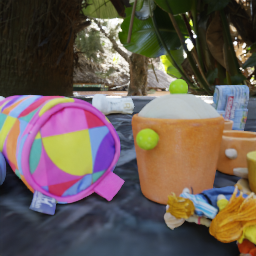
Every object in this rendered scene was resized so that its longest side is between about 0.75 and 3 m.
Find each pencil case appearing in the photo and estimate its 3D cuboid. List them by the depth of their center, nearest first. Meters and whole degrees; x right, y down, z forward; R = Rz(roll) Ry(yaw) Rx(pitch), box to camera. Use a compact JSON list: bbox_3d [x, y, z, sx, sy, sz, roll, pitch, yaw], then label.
[{"bbox_3d":[-0.990,0.131,3.199,1.003,1.003,2.270,-5,11,-32],"label":"pencil case"}]

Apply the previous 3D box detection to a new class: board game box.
[{"bbox_3d":[2.205,-0.417,6.395,1.051,1.052,0.324,-5,26,-17],"label":"board game box"}]

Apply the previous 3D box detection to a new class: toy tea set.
[{"bbox_3d":[0.920,-0.011,3.436,1.760,1.096,2.960,0,8,0],"label":"toy tea set"}]

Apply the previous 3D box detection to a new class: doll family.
[{"bbox_3d":[0.610,0.534,1.805,0.639,0.464,1.030,-4,9,-27],"label":"doll family"}]

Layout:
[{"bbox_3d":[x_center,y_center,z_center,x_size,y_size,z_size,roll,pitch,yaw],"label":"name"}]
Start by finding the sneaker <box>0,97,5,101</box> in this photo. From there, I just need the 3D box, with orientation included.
[{"bbox_3d":[-4.679,-0.719,10.391,1.148,0.732,1.986,2,17,3],"label":"sneaker"}]

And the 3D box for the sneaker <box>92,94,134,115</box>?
[{"bbox_3d":[-0.486,-0.942,11.189,1.350,0.860,2.335,-1,6,14],"label":"sneaker"}]

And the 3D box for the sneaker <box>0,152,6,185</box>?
[{"bbox_3d":[-1.772,0.275,3.069,1.796,0.664,0.739,7,9,37],"label":"sneaker"}]
